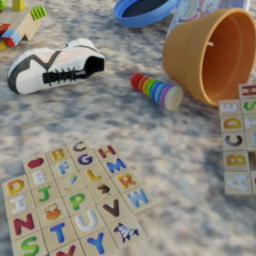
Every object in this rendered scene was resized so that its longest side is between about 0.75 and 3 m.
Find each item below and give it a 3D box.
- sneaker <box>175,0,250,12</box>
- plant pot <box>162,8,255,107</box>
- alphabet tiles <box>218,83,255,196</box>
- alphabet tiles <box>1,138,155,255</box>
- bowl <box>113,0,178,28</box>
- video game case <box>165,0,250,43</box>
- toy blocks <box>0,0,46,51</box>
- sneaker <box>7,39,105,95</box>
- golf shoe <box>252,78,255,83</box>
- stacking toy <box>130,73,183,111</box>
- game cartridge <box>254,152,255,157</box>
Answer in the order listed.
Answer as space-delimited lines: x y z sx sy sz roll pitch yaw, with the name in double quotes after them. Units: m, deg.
3.080 -4.510 10.579 2.983 1.187 1.948 10 45 11 "sneaker"
2.015 -1.879 7.390 2.346 2.346 1.642 -30 35 -27 "plant pot"
3.232 0.057 5.898 2.451 0.111 2.932 -4 52 18 "alphabet tiles"
-1.020 1.222 5.279 2.446 0.093 2.940 -20 38 -19 "alphabet tiles"
0.677 -4.710 10.711 2.573 0.505 2.573 -14 45 15 "bowl"
2.794 -3.993 9.664 2.457 0.310 2.696 7 63 28 "video game case"
-4.330 -3.284 9.433 2.739 1.369 1.872 7 55 14 "toy blocks"
-1.905 -1.676 7.847 2.913 1.074 1.165 -32 55 -27 "sneaker"
3.315 -0.824 7.109 0.713 0.905 1.965 19 49 17 "golf shoe"
0.666 -1.051 7.596 0.681 0.681 1.594 -35 48 -30 "stacking toy"
4.011 0.971 5.651 2.443 0.396 2.153 0 45 4 "game cartridge"
